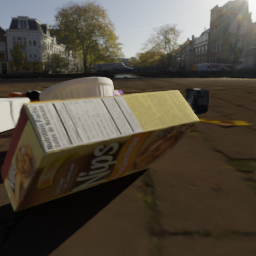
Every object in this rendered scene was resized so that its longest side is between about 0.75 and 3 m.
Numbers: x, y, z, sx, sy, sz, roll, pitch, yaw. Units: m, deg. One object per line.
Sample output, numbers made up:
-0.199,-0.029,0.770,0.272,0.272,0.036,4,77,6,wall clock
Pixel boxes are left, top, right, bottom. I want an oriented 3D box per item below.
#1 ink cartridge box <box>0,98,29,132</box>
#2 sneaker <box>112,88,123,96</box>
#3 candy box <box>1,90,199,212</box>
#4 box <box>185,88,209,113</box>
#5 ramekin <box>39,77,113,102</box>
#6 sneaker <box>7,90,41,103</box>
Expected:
-3.668,-0.324,7.397,1.317,0.756,1.813,1,11,17,ink cartridge box
-0.555,-1.211,9.679,0.885,0.563,1.553,-35,-13,-22,sneaker
-0.299,0.214,3.661,2.309,1.333,0.638,-12,61,-40,candy box
2.616,-1.059,10.688,0.530,0.840,0.854,-4,13,-19,box
-1.049,-0.481,6.090,1.618,0.753,1.618,-14,-4,-1,ramekin
-4.241,-1.299,12.258,1.889,0.715,0.869,4,9,13,sneaker
